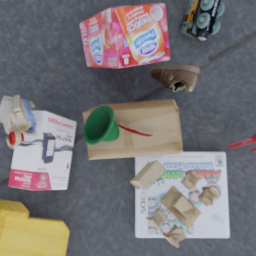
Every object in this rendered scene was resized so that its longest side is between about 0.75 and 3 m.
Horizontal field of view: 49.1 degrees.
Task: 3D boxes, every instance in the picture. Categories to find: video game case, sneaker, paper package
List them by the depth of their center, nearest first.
[{"bbox_3d":[0.200,-0.037,7.696,2.384,2.272,1.233,-5,99,9],"label":"paper package"},{"bbox_3d":[1.234,-1.443,8.309,0.697,1.979,0.748,10,92,-30],"label":"sneaker"},{"bbox_3d":[1.629,2.029,8.640,2.833,0.336,2.578,0,81,0],"label":"video game case"}]

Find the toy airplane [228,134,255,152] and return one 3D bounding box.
[{"bbox_3d":[3.818,0.357,8.066,1.751,1.751,0.322,-23,86,-4],"label":"toy airplane"}]

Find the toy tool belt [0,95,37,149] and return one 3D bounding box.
[{"bbox_3d":[-2.573,-0.179,6.898,0.866,0.880,1.409,-2,48,-38],"label":"toy tool belt"}]

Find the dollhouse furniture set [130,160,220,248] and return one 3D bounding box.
[{"bbox_3d":[0.985,1.691,7.003,1.729,1.125,1.588,44,76,1],"label":"dollhouse furniture set"}]

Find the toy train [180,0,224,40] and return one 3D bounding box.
[{"bbox_3d":[2.401,-3.839,8.935,0.876,1.171,2.055,7,100,-41],"label":"toy train"}]

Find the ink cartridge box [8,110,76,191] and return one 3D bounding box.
[{"bbox_3d":[-2.404,0.666,8.089,0.897,1.540,2.128,3,81,24],"label":"ink cartridge box"}]

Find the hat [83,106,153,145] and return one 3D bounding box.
[{"bbox_3d":[-0.319,0.140,6.522,1.027,1.166,0.966,31,92,-40],"label":"hat"}]

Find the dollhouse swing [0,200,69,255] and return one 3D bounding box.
[{"bbox_3d":[-2.971,3.336,8.054,1.872,1.935,2.129,12,83,-30],"label":"dollhouse swing"}]

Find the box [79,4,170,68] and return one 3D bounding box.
[{"bbox_3d":[-0.224,-2.409,7.659,1.424,2.857,1.364,-14,107,-21],"label":"box"}]
